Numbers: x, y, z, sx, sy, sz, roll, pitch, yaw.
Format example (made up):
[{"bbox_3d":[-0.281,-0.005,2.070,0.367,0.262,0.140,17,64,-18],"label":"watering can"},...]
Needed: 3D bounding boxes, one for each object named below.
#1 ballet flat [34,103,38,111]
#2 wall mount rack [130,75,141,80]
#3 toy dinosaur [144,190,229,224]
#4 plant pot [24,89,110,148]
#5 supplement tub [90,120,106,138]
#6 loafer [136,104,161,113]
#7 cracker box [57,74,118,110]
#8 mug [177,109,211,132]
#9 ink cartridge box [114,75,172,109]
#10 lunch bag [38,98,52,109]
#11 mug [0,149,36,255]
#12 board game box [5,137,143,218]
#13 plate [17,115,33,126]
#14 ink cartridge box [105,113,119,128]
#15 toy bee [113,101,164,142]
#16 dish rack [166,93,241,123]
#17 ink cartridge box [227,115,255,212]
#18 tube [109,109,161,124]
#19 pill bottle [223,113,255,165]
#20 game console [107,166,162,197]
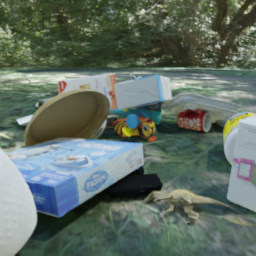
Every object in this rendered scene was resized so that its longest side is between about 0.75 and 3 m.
[{"bbox_3d":[-4.578,-1.093,14.810,0.510,0.510,1.395,-14,21,-40],"label":"ballet flat"},{"bbox_3d":[0.127,-1.860,13.464,0.512,1.192,1.372,31,72,36],"label":"wall mount rack"},{"bbox_3d":[1.197,1.475,5.700,1.798,0.523,0.909,3,14,11],"label":"toy dinosaur"},{"bbox_3d":[-1.753,-0.188,8.134,2.682,2.682,0.368,-14,57,-40],"label":"plant pot"},{"bbox_3d":[-1.757,-0.333,9.954,1.229,1.229,1.695,15,0,43],"label":"supplement tub"},{"bbox_3d":[0.774,-0.817,12.887,0.946,0.978,2.787,9,19,27],"label":"loafer"},{"bbox_3d":[-1.637,-1.309,11.611,2.336,1.565,0.674,-11,13,-17],"label":"cracker box"},{"bbox_3d":[2.674,-0.409,11.459,1.204,1.069,0.803,7,28,39],"label":"mug"},{"bbox_3d":[0.750,-1.383,11.007,1.623,0.956,2.819,-9,4,20],"label":"ink cartridge box"},{"bbox_3d":[-2.987,-0.883,12.801,1.582,1.134,1.929,-19,27,-38],"label":"lunch bag"},{"bbox_3d":[-2.560,1.206,3.855,1.721,2.044,2.331,-18,27,47],"label":"mug"},{"bbox_3d":[-1.638,0.909,6.693,2.976,0.645,2.961,2,12,32],"label":"board game box"},{"bbox_3d":[-4.145,-0.349,12.059,1.144,0.185,1.142,-19,19,-23],"label":"plate"},{"bbox_3d":[-1.053,-0.406,12.291,1.145,0.522,1.389,-2,16,-10],"label":"ink cartridge box"},{"bbox_3d":[0.424,0.011,10.196,1.462,1.214,2.233,-20,-1,-31],"label":"toy bee"},{"bbox_3d":[3.059,-0.741,11.712,2.615,0.569,2.245,10,-10,-11],"label":"dish rack"},{"bbox_3d":[2.897,0.700,6.057,1.329,1.839,0.779,-15,26,-41],"label":"ink cartridge box"},{"bbox_3d":[0.253,-0.523,11.039,2.052,0.517,0.795,7,-12,-12],"label":"tube"},{"bbox_3d":[3.553,0.289,8.391,1.328,1.328,2.362,5,17,16],"label":"pill bottle"},{"bbox_3d":[0.040,1.179,7.082,1.232,0.252,2.089,-5,14,-7],"label":"game console"}]
